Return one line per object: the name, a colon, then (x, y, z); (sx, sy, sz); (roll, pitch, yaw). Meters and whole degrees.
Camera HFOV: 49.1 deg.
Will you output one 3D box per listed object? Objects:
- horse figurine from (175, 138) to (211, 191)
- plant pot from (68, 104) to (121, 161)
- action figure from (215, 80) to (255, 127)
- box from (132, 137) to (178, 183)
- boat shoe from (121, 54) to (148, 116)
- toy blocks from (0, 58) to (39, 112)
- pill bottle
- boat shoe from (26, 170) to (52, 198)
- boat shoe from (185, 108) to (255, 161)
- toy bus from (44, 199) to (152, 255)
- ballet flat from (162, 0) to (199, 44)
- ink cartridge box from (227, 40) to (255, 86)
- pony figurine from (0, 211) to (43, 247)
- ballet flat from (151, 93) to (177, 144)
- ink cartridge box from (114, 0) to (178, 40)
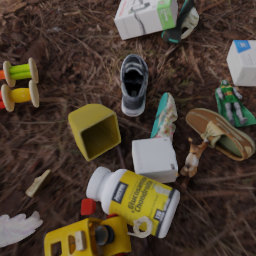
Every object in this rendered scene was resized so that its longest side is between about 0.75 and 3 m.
horse figurine: (1.570, 0.846, 6.964); (0.349, 0.927, 1.399); (18, 88, 31)
plant pot: (-1.011, -0.029, 7.562); (1.096, 1.103, 1.129); (-30, 47, -22)
action figure: (3.118, -0.820, 8.566); (1.087, 0.503, 1.840); (-3, 48, 2)
box: (0.648, 0.841, 7.089); (1.001, 0.654, 0.996); (-5, 52, -4)
boat shoe: (0.171, -1.631, 8.914); (0.948, 0.896, 2.643); (4, 51, 3)
toy blocks: (-4.034, -1.261, 8.656); (2.331, 0.846, 1.943); (-10, 53, -8)
pill bottle: (0.097, 1.565, 6.246); (1.917, 1.074, 1.074); (19, 54, 15)
boat shoe: (-2.202, 1.335, 6.936); (0.257, 0.284, 0.797); (23, 56, 17)
boat shoe: (2.392, 0.162, 7.482); (1.988, 0.752, 0.734); (34, 42, 25)
toy bus: (-0.735, 2.221, 5.434); (1.719, 0.941, 1.822); (21, 79, 34)
ballet flat: (2.225, -4.144, 11.055); (0.869, 0.864, 2.541); (29, 66, 10)
ink cartridge box: (4.773, -2.140, 9.353); (2.503, 0.842, 1.454); (1, 52, 0)
pony figurine: (-3.430, 1.965, 5.593); (2.563, 2.211, 2.655); (-39, 59, 11)
ballet flat: (1.093, -0.226, 8.022); (0.601, 0.711, 1.881); (28, 50, -10)
ink cartridge box: (0.710, -4.366, 10.673); (2.146, 0.902, 1.561); (-6, 48, 22)
